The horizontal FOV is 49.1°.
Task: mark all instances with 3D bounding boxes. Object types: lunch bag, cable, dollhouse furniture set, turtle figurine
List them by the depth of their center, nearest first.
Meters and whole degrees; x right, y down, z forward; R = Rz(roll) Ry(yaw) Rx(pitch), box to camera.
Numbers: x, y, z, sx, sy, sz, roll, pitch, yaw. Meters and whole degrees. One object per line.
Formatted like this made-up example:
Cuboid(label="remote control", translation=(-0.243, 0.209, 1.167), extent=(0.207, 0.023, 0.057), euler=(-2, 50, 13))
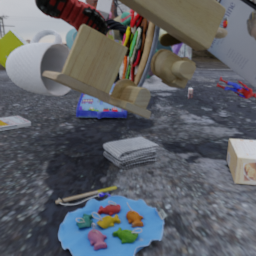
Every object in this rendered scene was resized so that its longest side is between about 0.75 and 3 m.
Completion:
Cuboid(label="dollhouse furniture set", translation=(-0.015, -1.965, 6.704), extent=(2.823, 2.969, 2.419), euler=(23, 1, -25))
Cuboid(label="turtle figurine", translation=(0.239, -3.074, 9.712), extent=(1.305, 2.592, 1.940), euler=(-3, 47, 48))
Cuboid(label="cable", translation=(-0.461, -3.165, 11.569), extent=(2.143, 2.627, 0.667), euler=(0, 16, 44))
Cuboid(label="lunch bag", translation=(-1.094, -1.152, 12.913), extent=(2.172, 1.357, 2.885), euler=(3, 25, 1))

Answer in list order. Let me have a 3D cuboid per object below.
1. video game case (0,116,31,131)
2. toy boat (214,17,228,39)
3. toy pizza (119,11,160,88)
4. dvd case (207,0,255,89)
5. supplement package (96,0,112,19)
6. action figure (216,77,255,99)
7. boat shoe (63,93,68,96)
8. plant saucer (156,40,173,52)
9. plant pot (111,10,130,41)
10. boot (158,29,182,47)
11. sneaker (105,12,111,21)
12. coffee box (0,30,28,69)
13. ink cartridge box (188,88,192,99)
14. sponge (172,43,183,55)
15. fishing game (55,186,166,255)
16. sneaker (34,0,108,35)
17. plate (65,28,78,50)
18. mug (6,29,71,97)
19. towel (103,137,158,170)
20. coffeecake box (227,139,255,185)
Cuboid(label="video game case", translation=(-5.033, -0.131, 10.842), extent=(2.040, 0.178, 1.459), euler=(-12, 20, -39))
Cuboid(label="toy boat", translation=(2.754, -2.986, 8.378), extent=(0.636, 0.351, 0.756), euler=(13, -15, -10))
Cuboid(label="toy pizza", translation=(0.178, -2.312, 7.731), extent=(0.472, 2.981, 2.981), euler=(10, 13, -14))
Cuboid(label="dvd case", translation=(3.842, -2.831, 9.139), extent=(0.263, 2.136, 2.994), euler=(-27, 63, -32))
Cuboid(label="supplement package", translation=(-0.867, -4.426, 10.099), extent=(0.460, 0.759, 0.455), euler=(14, -9, -16))
Cuboid(label="action figure", translation=(3.587, -1.284, 9.172), extent=(1.304, 0.427, 0.337), euler=(26, 39, 11))
Cuboid(label="boat shoe", translation=(-2.585, -1.911, 10.842), extent=(0.551, 1.309, 0.449), euler=(-31, 19, -19))
Cuboid(label="plant saucer", translation=(1.117, -3.452, 12.212), extent=(2.087, 2.087, 0.286), euler=(14, 62, 42))
Cuboid(label="plant pot", translation=(0.076, -4.573, 12.641), extent=(1.677, 1.570, 1.570), euler=(-15, 17, -5))
Cuboid(label="boot", translation=(2.049, -4.016, 10.933), extent=(2.230, 0.804, 1.724), euler=(-11, 51, -9))
Cuboid(label="sneaker", translation=(-1.203, -4.949, 13.317), extent=(0.506, 1.281, 0.611), euler=(25, 51, 2))
Cuboid(label="coffee box", translation=(-4.353, -2.888, 10.635), extent=(1.160, 1.162, 1.149), euler=(-42, 22, 3))
Cuboid(label="ink cartridge box", translation=(3.905, -2.158, 17.567), extent=(0.251, 0.543, 0.997), euler=(3, 16, 10))
Cuboid(label="sponge", translation=(2.329, -3.840, 13.252), extent=(0.207, 1.387, 0.773), euler=(21, 25, -10))
Cuboid(label="fishing game", translation=(-0.250, 1.508, 4.544), extent=(1.741, 0.378, 2.431), euler=(-8, 17, -19))
Cuboid(label="sneaker", translation=(-1.488, -3.098, 7.347), extent=(2.250, 0.795, 1.099), euler=(15, 30, -47))
Cuboid(label="plate", translation=(-1.911, -3.743, 12.142), extent=(1.592, 1.592, 0.203), euler=(-8, -18, -27))
Cuboid(label="mug", translation=(-2.543, -1.950, 8.124), extent=(1.716, 1.957, 1.445), euler=(11, -10, 30))
Cuboid(label="towel", translation=(0.068, 0.651, 7.402), extent=(1.216, 0.520, 1.007), euler=(-10, 16, -26))
Cuboid(label="coffeecake box", translation=(3.340, 0.800, 6.522), extent=(1.786, 0.652, 1.371), euler=(3, 16, 11))
